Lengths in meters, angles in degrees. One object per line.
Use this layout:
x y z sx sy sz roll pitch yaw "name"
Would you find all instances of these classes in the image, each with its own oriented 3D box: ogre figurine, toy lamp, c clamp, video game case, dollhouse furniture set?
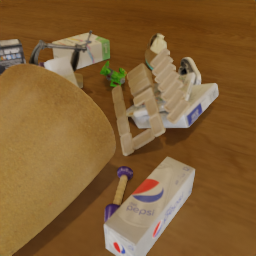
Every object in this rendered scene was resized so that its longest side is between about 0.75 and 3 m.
-0.537 -1.878 9.919 0.864 1.442 0.707 31 77 -13 "ogre figurine"
-0.179 1.403 5.778 0.420 0.420 1.442 7 37 9 "toy lamp"
-2.291 -2.504 9.385 2.043 1.745 0.277 -13 49 -36 "c clamp"
1.022 -0.928 7.829 1.550 0.184 1.411 -13 34 34 "video game case"
-2.488 -1.319 9.874 1.715 1.359 1.217 0 -14 -39 "dollhouse furniture set"

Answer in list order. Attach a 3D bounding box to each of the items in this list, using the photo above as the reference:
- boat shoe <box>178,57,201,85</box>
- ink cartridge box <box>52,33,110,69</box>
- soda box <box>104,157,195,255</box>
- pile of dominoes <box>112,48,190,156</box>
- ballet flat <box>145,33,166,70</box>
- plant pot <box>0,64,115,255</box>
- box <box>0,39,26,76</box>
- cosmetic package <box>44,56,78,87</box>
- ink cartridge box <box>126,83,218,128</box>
2.210 -2.159 10.675 0.596 0.631 1.760 -4 42 -7 "boat shoe"
-1.999 -3.315 12.029 2.007 0.878 1.458 -30 46 -34 "ink cartridge box"
0.484 1.490 5.362 0.685 0.737 2.159 23 42 29 "soda box"
0.596 -0.733 7.597 2.098 0.429 2.692 -32 46 23 "pile of dominoes"
1.272 -3.438 12.038 0.933 0.995 2.750 17 35 -5 "ballet flat"
-2.101 0.816 4.980 2.742 2.742 2.943 16 50 21 "plant pot"
-4.328 -1.501 8.512 2.473 1.981 0.547 -16 39 -20 "box"
-2.110 -1.537 9.055 0.692 1.365 0.486 -24 13 -32 "cosmetic package"
1.244 -0.668 8.420 2.244 0.486 2.203 -1 28 41 "ink cartridge box"
